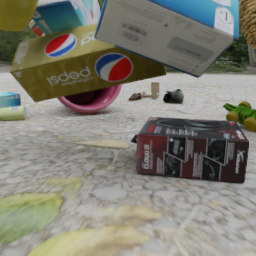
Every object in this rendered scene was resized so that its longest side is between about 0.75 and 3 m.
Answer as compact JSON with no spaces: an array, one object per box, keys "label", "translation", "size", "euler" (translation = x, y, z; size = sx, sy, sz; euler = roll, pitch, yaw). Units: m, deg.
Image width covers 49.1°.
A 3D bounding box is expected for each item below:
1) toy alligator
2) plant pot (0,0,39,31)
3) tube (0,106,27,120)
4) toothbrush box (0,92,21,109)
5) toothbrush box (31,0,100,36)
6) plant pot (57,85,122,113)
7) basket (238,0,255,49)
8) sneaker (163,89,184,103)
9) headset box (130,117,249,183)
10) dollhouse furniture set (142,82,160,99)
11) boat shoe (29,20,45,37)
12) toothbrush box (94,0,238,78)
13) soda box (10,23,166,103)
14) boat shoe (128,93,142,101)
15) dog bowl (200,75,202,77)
[{"label":"toy alligator","translation":[3.748,-0.173,7.982],"size":[0.790,0.573,2.383],"euler":[-35,37,-20]},{"label":"plant pot","translation":[-2.060,-2.110,4.818],"size":[1.037,0.736,1.037],"euler":[10,30,-6]},{"label":"tube","translation":[-4.338,-0.445,9.381],"size":[1.739,0.452,0.505],"euler":[-4,-28,-6]},{"label":"toothbrush box","translation":[-5.123,-0.931,10.636],"size":[1.203,0.701,1.643],"euler":[12,18,40]},{"label":"toothbrush box","translation":[-1.369,-2.764,6.477],"size":[0.962,1.651,2.255],"euler":[-6,-17,8]},{"label":"plant pot","translation":[-1.820,-1.837,11.180],"size":[2.629,2.629,2.353],"euler":[-5,-1,-21]},{"label":"basket","translation":[4.088,-2.848,6.848],"size":[2.435,1.814,1.738],"euler":[-27,-25,19]},{"label":"sneaker","translation":[2.129,-1.567,13.462],"size":[0.904,0.603,1.578],"euler":[7,20,2]},{"label":"headset box","translation":[1.080,0.323,5.365],"size":[2.019,0.780,1.502],"euler":[5,14,12]},{"label":"dollhouse furniture set","translation":[1.218,-2.027,15.053],"size":[0.875,0.748,1.689],"euler":[2,14,9]},{"label":"boat shoe","translation":[-2.411,-4.038,9.374],"size":[0.754,2.410,0.858],"euler":[45,23,-3]},{"label":"toothbrush box","translation":[0.709,-2.413,4.610],"size":[1.899,2.594,1.107],"euler":[17,-26,-13]},{"label":"soda box","translation":[-0.779,-1.433,5.787],"size":[2.970,1.006,0.951],"euler":[-10,54,10]},{"label":"boat shoe","translation":[0.346,-1.563,13.987],"size":[0.361,0.360,1.025],"euler":[9,18,30]},{"label":"dog bowl","translation":[1.983,-1.691,7.135],"size":[0.227,0.916,0.511],"euler":[34,61,6]}]
